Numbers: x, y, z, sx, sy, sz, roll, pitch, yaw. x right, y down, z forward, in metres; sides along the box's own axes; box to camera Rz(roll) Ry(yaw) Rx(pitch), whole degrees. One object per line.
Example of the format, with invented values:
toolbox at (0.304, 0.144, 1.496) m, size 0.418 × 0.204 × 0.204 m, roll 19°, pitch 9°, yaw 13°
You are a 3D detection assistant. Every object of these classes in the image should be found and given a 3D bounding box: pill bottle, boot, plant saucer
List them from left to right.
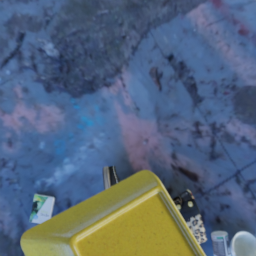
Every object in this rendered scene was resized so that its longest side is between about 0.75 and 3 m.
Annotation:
plant saucer at (0.223, 2.293, 4.598) m, size 2.893 × 0.701 × 2.892 m, roll -21°, pitch 72°, yaw -38°
boot at (0.660, 2.183, 7.581) m, size 2.238 × 1.088 × 2.973 m, roll -19°, pitch 87°, yaw -1°
pill bottle at (2.579, 3.325, 7.758) m, size 0.453 × 0.453 × 0.801 m, roll -6°, pitch 82°, yaw -1°

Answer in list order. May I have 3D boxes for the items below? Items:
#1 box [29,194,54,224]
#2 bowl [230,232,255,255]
box at (-2.476, 2.344, 8.046) m, size 0.561 × 0.141 × 0.777 m, roll 9°, pitch 82°, yaw 1°
bowl at (3.152, 3.354, 7.700) m, size 0.911 × 0.410 × 0.911 m, roll 9°, pitch 60°, yaw -15°
